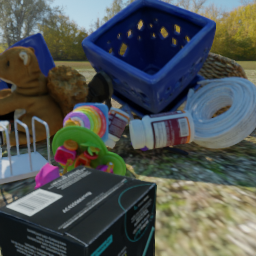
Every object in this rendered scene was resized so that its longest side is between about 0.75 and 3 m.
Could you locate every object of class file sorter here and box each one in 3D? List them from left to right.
[{"bbox_3d":[-2.240,0.378,5.039,1.453,0.904,1.008,-10,17,-33],"label":"file sorter"}]

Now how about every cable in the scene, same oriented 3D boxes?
[{"bbox_3d":[2.144,-0.371,6.637,1.913,0.662,1.913,-1,52,49],"label":"cable"}]

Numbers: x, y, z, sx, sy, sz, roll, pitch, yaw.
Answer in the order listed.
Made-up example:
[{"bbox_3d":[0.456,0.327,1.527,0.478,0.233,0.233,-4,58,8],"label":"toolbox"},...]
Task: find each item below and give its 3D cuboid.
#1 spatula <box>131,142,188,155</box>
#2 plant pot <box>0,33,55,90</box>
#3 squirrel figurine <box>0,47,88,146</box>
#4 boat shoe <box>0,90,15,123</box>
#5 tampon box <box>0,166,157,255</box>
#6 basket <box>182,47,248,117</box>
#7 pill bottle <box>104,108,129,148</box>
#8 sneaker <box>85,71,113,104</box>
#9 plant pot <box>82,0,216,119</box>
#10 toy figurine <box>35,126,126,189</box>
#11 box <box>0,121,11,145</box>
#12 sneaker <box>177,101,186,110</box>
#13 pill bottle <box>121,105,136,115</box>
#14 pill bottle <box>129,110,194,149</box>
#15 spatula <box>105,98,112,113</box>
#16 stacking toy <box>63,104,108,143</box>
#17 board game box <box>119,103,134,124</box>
[{"bbox_3d":[0.693,0.456,6.272,1.335,0.137,0.377,8,18,26],"label":"spatula"},{"bbox_3d":[-3.965,-1.927,10.573,2.217,2.466,2.465,-26,19,-20],"label":"plant pot"},{"bbox_3d":[-2.144,-0.934,6.996,2.352,2.195,1.664,-7,17,-3],"label":"squirrel figurine"},{"bbox_3d":[-3.071,-0.600,8.813,2.931,1.032,1.031,-10,56,-31],"label":"boat shoe"},{"bbox_3d":[-0.306,1.011,2.055,0.732,1.159,0.869,8,17,29],"label":"tampon box"},{"bbox_3d":[3.028,-1.672,9.864,1.810,1.889,2.536,-1,26,-35],"label":"basket"},{"bbox_3d":[-0.355,0.006,6.440,0.484,0.848,0.484,25,-7,3],"label":"pill bottle"},{"bbox_3d":[-1.145,-0.875,8.126,1.117,0.746,1.950,-37,1,-31],"label":"sneaker"},{"bbox_3d":[0.696,-1.851,8.379,2.750,2.473,2.751,34,67,30],"label":"plant pot"},{"bbox_3d":[-0.798,0.754,4.216,1.338,1.005,1.232,25,31,1],"label":"toy figurine"},{"bbox_3d":[-4.112,0.171,6.898,2.115,0.367,1.164,-4,15,-14],"label":"box"},{"bbox_3d":[2.283,-1.039,11.008,1.062,0.614,0.391,3,-24,13],"label":"sneaker"},{"bbox_3d":[0.764,-0.974,9.943,1.843,1.067,1.067,4,15,13],"label":"pill bottle"},{"bbox_3d":[0.710,0.059,6.092,1.284,0.733,0.733,-9,15,-7],"label":"pill bottle"},{"bbox_3d":[-0.736,-1.372,9.420,0.600,2.123,0.218,1,18,22],"label":"spatula"},{"bbox_3d":[-0.934,-0.045,5.467,0.819,0.866,1.492,1,5,9],"label":"stacking toy"},{"bbox_3d":[-0.175,-0.288,8.065,0.802,0.247,0.802,-36,29,-6],"label":"board game box"}]
